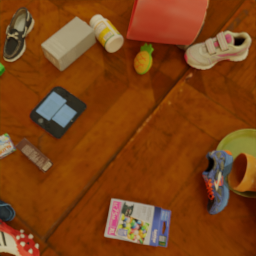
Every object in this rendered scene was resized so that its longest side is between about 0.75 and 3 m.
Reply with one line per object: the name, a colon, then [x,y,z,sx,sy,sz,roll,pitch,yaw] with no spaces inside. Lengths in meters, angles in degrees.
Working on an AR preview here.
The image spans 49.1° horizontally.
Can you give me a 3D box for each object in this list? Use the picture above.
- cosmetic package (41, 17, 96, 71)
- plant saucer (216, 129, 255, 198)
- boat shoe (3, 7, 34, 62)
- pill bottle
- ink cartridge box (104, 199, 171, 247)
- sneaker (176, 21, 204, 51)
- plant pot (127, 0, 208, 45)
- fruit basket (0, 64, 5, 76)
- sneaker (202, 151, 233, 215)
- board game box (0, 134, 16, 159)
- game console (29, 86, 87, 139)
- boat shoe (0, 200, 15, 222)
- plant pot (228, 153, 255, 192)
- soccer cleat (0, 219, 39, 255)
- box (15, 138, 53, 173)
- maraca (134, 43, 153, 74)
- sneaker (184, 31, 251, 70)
cosmetic package: [-2.432,-3.495,11.617,1.092,0.922,2.044,42,71,15]
plant saucer: [4.262,1.236,9.833,2.393,0.372,2.393,-3,72,9]
boat shoe: [-4.716,-3.984,11.861,0.916,0.748,2.479,15,69,6]
pill bottle: [-0.955,-4.004,11.812,0.871,0.871,1.544,-33,72,-12]
ink cartridge box: [0.341,3.138,9.240,2.062,0.433,1.231,10,69,2]
sneaker: [2.657,-4.050,11.982,0.636,0.593,1.683,30,71,15]
plant pot: [1.469,-4.457,10.640,2.488,2.812,2.812,13,69,-7]
fruit basket: [-5.539,-2.376,11.363,0.841,0.606,0.841,4,76,-15]
sneaker: [2.843,1.778,9.360,0.859,0.825,2.191,13,77,-9]
board game box: [-4.767,0.783,10.278,1.069,0.184,0.723,-32,72,-12]
game console: [-2.714,-0.640,10.799,1.570,0.275,1.775,34,73,13]
boat shoe: [-4.622,2.627,9.331,1.702,0.584,0.716,22,70,8]
plant pot: [4.142,1.591,9.266,1.146,1.251,1.251,18,69,-2]
soccer cleat: [-3.810,3.648,8.909,2.158,0.741,0.919,32,95,4]
box: [-3.326,0.980,9.958,1.274,0.638,0.477,39,73,14]
maraca: [0.631,-2.757,11.221,0.841,0.656,1.227,27,105,43]
sneaker: [3.647,-3.274,11.316,2.799,1.235,1.139,-16,69,-6]
